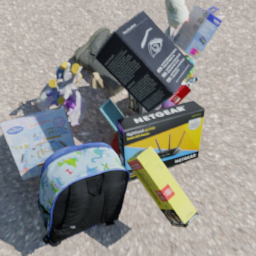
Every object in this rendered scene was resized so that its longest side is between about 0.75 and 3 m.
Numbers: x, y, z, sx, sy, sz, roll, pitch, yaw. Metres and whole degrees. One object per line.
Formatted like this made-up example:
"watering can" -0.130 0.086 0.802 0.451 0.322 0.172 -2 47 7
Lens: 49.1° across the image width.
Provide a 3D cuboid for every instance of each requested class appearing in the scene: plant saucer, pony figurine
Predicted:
"plant saucer" -0.293 -0.174 9.838 0.611 0.166 1.749 -39 87 26
"pony figurine" -2.314 -1.354 10.357 1.955 2.348 2.266 24 93 -4

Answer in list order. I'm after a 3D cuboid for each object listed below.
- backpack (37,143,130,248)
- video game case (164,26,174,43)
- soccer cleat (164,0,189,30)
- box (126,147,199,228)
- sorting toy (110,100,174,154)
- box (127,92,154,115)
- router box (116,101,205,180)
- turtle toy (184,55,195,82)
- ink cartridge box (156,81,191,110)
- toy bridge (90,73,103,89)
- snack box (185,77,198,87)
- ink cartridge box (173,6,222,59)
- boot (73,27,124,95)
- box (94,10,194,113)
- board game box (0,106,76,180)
"backpack" -1.406 1.674 8.277 2.548 2.784 2.046 -11 48 -30
"video game case" 1.574 -3.245 11.775 0.187 1.549 1.699 6 80 -10
"soccer cleat" 1.743 -4.560 10.594 0.854 0.956 2.464 -25 35 27
"box" 0.916 1.626 7.653 0.570 0.856 2.274 -35 92 -26
"sorting toy" 0.445 -0.199 10.275 2.866 0.994 0.987 -38 41 21
"box" 0.432 -1.732 9.980 0.583 1.915 2.375 -3 104 -13
"router box" 1.087 0.429 9.487 2.873 2.143 0.734 -16 37 -17
"turtle toy" 2.160 -2.482 11.141 0.740 1.067 1.465 -13 41 -18
"ink cartridge box" 1.477 -1.369 10.686 1.221 1.391 0.583 49 28 13
"toy bridge" -1.147 -1.647 9.793 0.219 1.607 0.540 -6 99 -14
"snack box" 2.381 -1.782 11.733 1.042 0.606 0.193 -35 103 -13
"ink cartridge box" 2.680 -3.816 10.757 0.729 1.909 1.303 18 27 -29
"boot" -0.777 -3.010 12.352 2.705 0.982 2.460 34 80 25
"box" 0.452 -1.715 7.245 2.068 1.079 1.530 46 49 -7
"board game box" -2.753 0.486 9.051 1.972 1.967 0.406 -17 23 -11
